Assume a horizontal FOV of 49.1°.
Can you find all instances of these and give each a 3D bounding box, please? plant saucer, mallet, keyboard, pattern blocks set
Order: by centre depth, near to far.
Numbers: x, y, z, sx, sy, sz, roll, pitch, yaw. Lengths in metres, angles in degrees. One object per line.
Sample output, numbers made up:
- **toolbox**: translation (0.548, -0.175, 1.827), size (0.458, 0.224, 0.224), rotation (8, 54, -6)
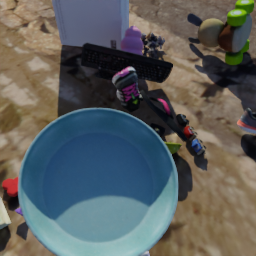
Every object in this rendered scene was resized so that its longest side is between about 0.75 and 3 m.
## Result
- **plant saucer**: translation (-0.477, 0.947, 4.939), size (2.705, 0.486, 2.705), rotation (5, 65, -11)
- **pattern blocks set**: translation (-3.262, 1.990, 6.111), size (2.133, 0.173, 1.875), rotation (-14, 44, -13)
- **mallet**: translation (0.686, 0.045, 7.282), size (0.441, 1.338, 0.275), rotation (22, 94, 12)
- **keyboard**: translation (-0.107, -1.742, 8.680), size (2.742, 1.427, 0.543), rotation (12, 65, -5)

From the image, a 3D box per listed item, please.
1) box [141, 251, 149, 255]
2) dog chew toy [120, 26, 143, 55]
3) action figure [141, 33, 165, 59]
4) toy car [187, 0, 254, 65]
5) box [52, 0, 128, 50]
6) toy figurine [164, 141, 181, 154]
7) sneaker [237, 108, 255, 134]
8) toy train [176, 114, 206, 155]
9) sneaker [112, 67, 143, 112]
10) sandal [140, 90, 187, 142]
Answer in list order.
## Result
- **box**: translation (0.320, 3.449, 4.685), size (0.519, 0.484, 2.503), rotation (-11, 51, 1)
- **dog chew toy**: translation (0.113, -2.691, 9.449), size (0.892, 1.432, 0.892), rotation (6, 8, -1)
- **action figure**: translation (0.879, -3.062, 10.194), size (0.925, 0.794, 1.556), rotation (3, 52, 8)
- **toy car**: translation (3.180, -3.485, 10.075), size (2.144, 1.761, 1.692), rotation (16, 50, 29)
- **box**: translation (-1.285, -4.395, 10.238), size (2.448, 2.435, 1.600), rotation (7, 50, 6)
- **toy figurine**: translation (0.488, 0.785, 7.059), size (1.593, 0.840, 0.954), rotation (7, 73, 1)
- **sneaker**: translation (3.892, -0.137, 7.556), size (1.696, 0.695, 0.654), rotation (10, 27, -2)
- **toy train**: translation (1.702, 0.140, 7.682), size (0.339, 0.252, 1.479), rotation (17, 37, -39)
- **sneaker**: translation (0.054, -0.933, 7.400), size (0.656, 1.779, 0.778), rotation (-28, 74, -7)
- **sandal**: translation (1.013, -0.407, 7.480), size (0.413, 0.688, 1.831), rotation (-44, 68, 6)
